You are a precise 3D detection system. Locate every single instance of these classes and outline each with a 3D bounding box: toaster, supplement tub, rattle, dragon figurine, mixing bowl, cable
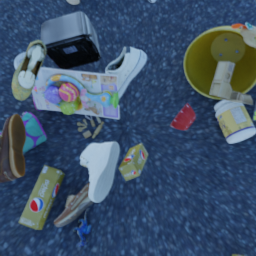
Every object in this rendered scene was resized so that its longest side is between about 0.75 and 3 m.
[{"bbox_3d":[-1.911,-2.984,9.835,1.888,1.707,1.120,-13,73,10],"label":"toaster"},{"bbox_3d":[3.958,-0.286,10.493,1.091,1.091,1.501,-16,69,-6],"label":"supplement tub"},{"bbox_3d":[3.829,-3.034,8.137,1.651,1.075,1.180,23,104,-23],"label":"rattle"},{"bbox_3d":[-1.442,3.380,9.490,0.597,0.353,1.200,26,72,10],"label":"dragon figurine"},{"bbox_3d":[1.566,-0.235,7.716,0.437,0.806,0.806,38,74,11],"label":"mixing bowl"},{"bbox_3d":[-4.273,-2.703,11.810,1.018,0.352,1.018,-32,71,-12],"label":"cable"}]

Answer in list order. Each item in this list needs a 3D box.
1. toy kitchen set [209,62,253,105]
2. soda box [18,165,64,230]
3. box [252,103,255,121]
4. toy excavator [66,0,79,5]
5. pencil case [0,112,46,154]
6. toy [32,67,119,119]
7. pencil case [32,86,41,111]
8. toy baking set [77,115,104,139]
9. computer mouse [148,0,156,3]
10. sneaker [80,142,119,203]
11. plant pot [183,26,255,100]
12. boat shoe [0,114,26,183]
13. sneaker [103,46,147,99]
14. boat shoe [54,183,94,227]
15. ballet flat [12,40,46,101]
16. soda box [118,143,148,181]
[{"bbox_3d":[3.685,-1.450,9.306,1.317,1.074,1.188,10,99,-23],"label":"toy kitchen set"},{"bbox_3d":[-2.941,2.400,9.676,0.658,0.696,2.055,18,70,7],"label":"soda box"},{"bbox_3d":[4.063,-0.770,8.562,0.188,0.596,1.082,15,105,34],"label":"box"},{"bbox_3d":[-2.217,-7.435,13.228,2.574,1.322,2.648,-28,81,-9],"label":"toy excavator"},{"bbox_3d":[-4.423,0.535,10.124,2.807,1.195,1.297,-31,88,-11],"label":"pencil case"},{"bbox_3d":[-1.780,-0.953,8.882,2.968,1.709,0.701,5,41,6],"label":"toy"},{"bbox_3d":[-2.459,-1.387,10.937,2.479,1.096,1.096,-14,70,-5],"label":"pencil case"},{"bbox_3d":[-1.451,-0.173,10.954,0.938,0.142,1.222,32,73,12],"label":"toy baking set"},{"bbox_3d":[0.947,-6.285,13.248,0.517,0.207,0.943,-43,75,-16],"label":"computer mouse"},{"bbox_3d":[-0.946,1.209,7.872,1.025,0.653,1.774,-2,54,30],"label":"sneaker"},{"bbox_3d":[3.746,-2.743,10.845,2.732,2.732,1.939,27,43,10],"label":"plant pot"},{"bbox_3d":[-3.584,0.558,8.382,0.796,0.797,2.264,-20,50,8],"label":"boat shoe"},{"bbox_3d":[-0.399,-1.662,9.030,0.833,2.352,0.859,22,35,-27],"label":"sneaker"},{"bbox_3d":[-1.816,2.637,9.645,1.839,0.696,0.660,-38,70,-23],"label":"boat shoe"},{"bbox_3d":[-2.498,-1.490,7.106,0.576,0.576,1.629,16,80,6],"label":"ballet flat"},{"bbox_3d":[0.151,0.802,6.781,0.388,1.146,0.367,-26,101,21],"label":"soda box"}]
